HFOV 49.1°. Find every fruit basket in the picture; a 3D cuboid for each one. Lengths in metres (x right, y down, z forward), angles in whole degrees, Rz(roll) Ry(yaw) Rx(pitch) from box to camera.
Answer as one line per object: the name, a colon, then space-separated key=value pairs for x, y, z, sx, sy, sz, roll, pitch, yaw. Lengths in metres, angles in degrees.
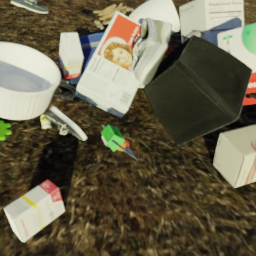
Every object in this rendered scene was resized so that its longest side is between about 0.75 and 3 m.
fruit basket: x=-0.224 y=0.363 z=6.642 sx=0.420 sy=0.896 sz=0.830 roll=-41 pitch=41 yaw=5

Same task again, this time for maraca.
maraca: x=-5.284 y=0.223 z=10.138 sx=1.996 sy=1.068 sz=1.368 roll=-12 pitch=43 yaw=-19

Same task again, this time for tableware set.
tableware set: x=-0.688 y=-4.293 z=10.381 sx=1.355 sy=0.411 sz=2.050 roll=-30 pitch=30 yaw=2

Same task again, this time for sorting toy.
sorting toy: x=1.441 y=-4.005 z=12.920 sx=0.392 sy=1.116 sz=2.315 roll=8 pitch=57 yaw=-26

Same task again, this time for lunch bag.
lunch bag: x=-1.664 y=-2.860 z=11.326 sx=2.410 sy=1.594 sz=1.637 roll=-13 pitch=-3 yaw=-6

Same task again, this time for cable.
cable: x=-3.336 y=-1.818 z=13.158 sx=1.795 sy=0.456 sz=1.465 roll=-1 pitch=46 yaw=-40

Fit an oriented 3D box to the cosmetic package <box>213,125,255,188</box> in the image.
cosmetic package: x=4.381 y=0.749 z=9.123 sx=2.787 sy=1.441 sz=1.216 roll=-13 pitch=38 yaw=-15

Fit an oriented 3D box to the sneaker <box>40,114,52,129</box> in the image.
sneaker: x=-2.476 y=-0.272 z=8.443 sx=0.339 sy=0.343 sz=0.898 roll=-10 pitch=25 yaw=-20

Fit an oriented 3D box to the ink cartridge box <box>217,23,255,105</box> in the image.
ink cartridge box: x=3.283 y=-1.665 z=7.387 sx=1.640 sy=2.038 sz=0.510 roll=-5 pitch=-3 yaw=39

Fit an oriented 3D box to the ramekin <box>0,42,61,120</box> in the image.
ramekin: x=-3.155 y=-1.277 z=7.828 sx=2.303 sy=1.123 sz=2.303 roll=17 pitch=39 yaw=-15

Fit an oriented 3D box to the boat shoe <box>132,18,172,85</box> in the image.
boat shoe: x=0.485 y=-1.952 z=6.816 sx=0.807 sy=0.928 sz=2.517 roll=23 pitch=48 yaw=-3

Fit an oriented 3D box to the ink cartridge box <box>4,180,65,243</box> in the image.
ink cartridge box: x=-2.477 y=2.202 z=7.511 sx=0.564 sy=0.981 sz=1.351 roll=27 pitch=44 yaw=34

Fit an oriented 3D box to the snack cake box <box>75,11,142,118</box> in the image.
snack cake box: x=-0.289 y=-1.874 z=8.346 sx=1.553 sy=0.907 sz=2.700 roll=26 pitch=72 yaw=-7

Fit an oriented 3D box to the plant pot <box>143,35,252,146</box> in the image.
plant pot: x=1.590 y=-1.052 z=7.102 sx=1.774 sy=1.995 sz=2.000 roll=41 pitch=52 yaw=-13

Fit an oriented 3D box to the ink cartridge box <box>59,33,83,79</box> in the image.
ink cartridge box: x=-1.859 y=-2.300 z=9.037 sx=0.533 sy=1.279 sz=0.928 roll=-11 pitch=75 yaw=-19

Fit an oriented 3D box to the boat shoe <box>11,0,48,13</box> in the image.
boat shoe: x=-3.606 y=-4.598 z=10.337 sx=1.328 sy=0.411 sz=0.497 roll=14 pitch=27 yaw=-12

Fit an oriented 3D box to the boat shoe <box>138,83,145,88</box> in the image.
boat shoe: x=1.336 y=-1.893 z=10.578 sx=2.463 sy=0.822 sz=0.906 roll=9 pitch=41 yaw=35

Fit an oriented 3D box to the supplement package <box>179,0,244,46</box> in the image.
supplement package: x=3.069 y=-3.190 z=10.296 sx=1.649 sy=2.811 sz=1.644 roll=-11 pitch=13 yaw=-19

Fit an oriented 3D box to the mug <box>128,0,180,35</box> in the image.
mug: x=0.878 y=-4.400 z=11.342 sx=1.822 sy=1.534 sz=2.078 roll=-23 pitch=47 yaw=8

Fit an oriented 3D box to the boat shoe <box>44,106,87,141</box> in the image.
boat shoe: x=-1.349 y=-0.022 z=5.976 sx=1.030 sy=0.380 sz=0.352 roll=41 pitch=75 yaw=1
